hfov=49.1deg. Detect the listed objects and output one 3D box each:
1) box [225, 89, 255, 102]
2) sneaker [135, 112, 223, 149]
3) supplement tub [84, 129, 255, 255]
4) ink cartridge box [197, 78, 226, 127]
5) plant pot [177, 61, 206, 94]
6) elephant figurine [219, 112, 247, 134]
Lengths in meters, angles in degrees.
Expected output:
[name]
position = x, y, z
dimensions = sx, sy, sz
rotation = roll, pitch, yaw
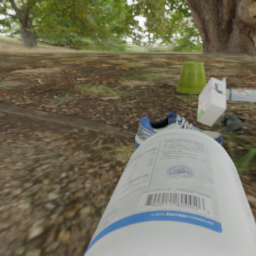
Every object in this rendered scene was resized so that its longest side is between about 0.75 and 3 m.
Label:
[box]
position = 4.892, -1.452, 12.439
dimensions = 1.548, 0.319, 1.207
rotation = 7, 20, 17
[sneaker]
position = 1.242, 0.110, 6.795
dimensions = 2.152, 0.917, 0.829
rotation = 1, 19, 0
[supplement tub]
position = 0.516, 1.062, 2.943
dimensions = 1.558, 1.558, 2.361
rotation = 4, 18, 11
[ink cartridge box]
position = 2.501, -0.878, 8.407
dimensions = 0.490, 0.853, 1.457
rotation = 21, 49, -4
[plant pot]
position = 3.214, -2.568, 13.994
dimensions = 1.501, 1.445, 1.501
rotation = 0, 18, 0
[elephant figurine]
position = 3.163, -0.122, 8.145
dimensions = 0.889, 0.629, 0.689
rotation = 9, 43, -23
